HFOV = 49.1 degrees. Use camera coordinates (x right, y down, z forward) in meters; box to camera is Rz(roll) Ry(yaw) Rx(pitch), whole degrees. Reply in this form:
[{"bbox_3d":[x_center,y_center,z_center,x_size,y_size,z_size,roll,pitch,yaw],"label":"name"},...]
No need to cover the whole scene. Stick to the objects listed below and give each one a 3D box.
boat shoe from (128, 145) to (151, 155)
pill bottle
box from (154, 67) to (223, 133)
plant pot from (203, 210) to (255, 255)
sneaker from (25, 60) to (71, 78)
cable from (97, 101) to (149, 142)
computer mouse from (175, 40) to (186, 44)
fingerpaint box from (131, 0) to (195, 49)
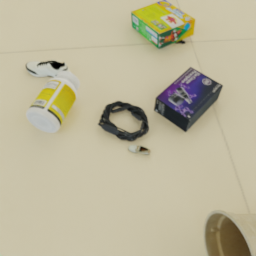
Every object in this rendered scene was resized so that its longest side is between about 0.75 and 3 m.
[{"bbox_3d":[0.400,0.763,10.188,0.844,0.289,0.316,8,64,15],"label":"boat shoe"},{"bbox_3d":[-2.800,-1.069,10.864,1.308,1.308,2.326,16,57,11],"label":"pill bottle"},{"bbox_3d":[2.406,-1.183,11.210,1.642,0.917,2.326,38,63,20],"label":"box"},{"bbox_3d":[3.516,3.218,7.633,2.007,2.192,2.192,-4,55,-17],"label":"plant pot"},{"bbox_3d":[-3.520,-2.682,12.269,2.138,0.855,0.788,10,59,9],"label":"sneaker"},{"bbox_3d":[-0.079,-0.282,10.896,1.995,0.507,1.628,20,53,16],"label":"cable"},{"bbox_3d":[2.577,-4.469,13.878,0.523,0.199,0.756,1,55,2],"label":"computer mouse"},{"bbox_3d":[1.668,-5.125,13.771,2.092,0.920,2.508,-27,53,-16],"label":"fingerpaint box"}]
